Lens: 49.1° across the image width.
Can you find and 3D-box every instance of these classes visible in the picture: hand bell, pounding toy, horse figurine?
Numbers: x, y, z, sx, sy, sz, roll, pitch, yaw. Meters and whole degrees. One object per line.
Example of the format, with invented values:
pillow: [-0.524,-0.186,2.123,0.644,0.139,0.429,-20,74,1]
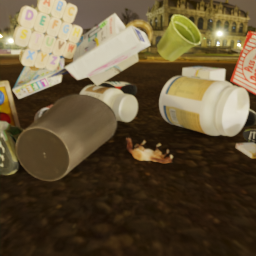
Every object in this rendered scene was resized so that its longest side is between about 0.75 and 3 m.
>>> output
hand bell: [0.521,-3.933,12.704,1.220,1.220,2.343,2,5,5]
pounding toy: [-5.008,-0.323,9.503,1.708,2.211,2.402,-4,13,31]
horse figurine: [0.607,0.734,8.533,1.566,0.391,1.038,12,25,11]

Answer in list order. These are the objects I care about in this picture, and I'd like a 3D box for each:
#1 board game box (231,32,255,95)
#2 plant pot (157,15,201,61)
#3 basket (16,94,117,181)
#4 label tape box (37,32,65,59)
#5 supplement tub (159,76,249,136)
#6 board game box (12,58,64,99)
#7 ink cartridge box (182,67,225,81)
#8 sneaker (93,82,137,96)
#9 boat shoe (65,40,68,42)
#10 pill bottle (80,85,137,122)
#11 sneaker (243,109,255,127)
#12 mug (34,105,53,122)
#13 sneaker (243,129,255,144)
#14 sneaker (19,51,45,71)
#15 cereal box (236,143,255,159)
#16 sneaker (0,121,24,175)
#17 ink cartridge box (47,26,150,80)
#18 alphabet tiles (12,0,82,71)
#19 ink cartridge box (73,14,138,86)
board game box: [4.943,-2.042,9.731,0.589,1.926,2.542,-4,31,-26]
plant pot: [2.177,-3.922,12.707,1.681,1.681,1.545,-15,-19,-40]
basket: [-1.831,0.217,8.108,2.388,1.801,2.649,5,21,13]
label tape box: [-3.170,-3.472,11.220,1.277,1.782,0.589,-14,-29,20]
supplement tub: [2.890,-0.871,10.915,2.090,2.090,2.889,-14,23,-38]
board game box: [-3.665,-2.281,11.770,1.809,0.461,2.691,-21,32,5]
ink cartridge box: [5.043,-3.163,18.909,1.689,1.681,2.302,-14,23,-35]
sneaker: [-0.905,-2.475,18.132,2.822,0.994,1.319,-1,12,-12]
boat shoe: [-2.855,-4.256,12.792,0.564,0.602,1.671,11,-13,-43]
pill bottle: [-0.904,-1.054,12.493,2.589,1.481,1.481,15,23,42]
sneaker: [4.813,-0.700,12.346,1.367,0.897,2.376,-15,20,-35]
mug: [-2.975,-0.279,11.326,1.041,1.385,1.560,-36,14,4]
sneaker: [4.786,0.323,9.865,1.472,0.544,0.596,10,12,7]
sneaker: [-3.287,-2.285,9.647,1.154,0.436,0.506,40,34,24]
cereal box: [3.998,0.716,9.006,0.649,0.178,0.902,-3,18,-10]
sneaker: [-3.303,0.490,8.488,1.301,1.129,2.937,4,17,-26]
ink cartridge box: [-0.753,-2.174,8.913,2.846,0.616,2.795,-28,9,16]
alphabet tiles: [-2.044,-2.429,7.357,0.140,1.875,1.917,35,20,29]
ink cartridge box: [-1.014,-3.550,12.862,2.390,1.745,1.754,-26,44,23]
